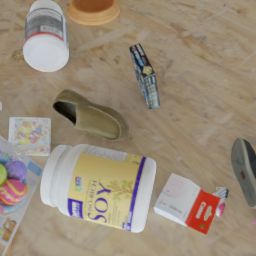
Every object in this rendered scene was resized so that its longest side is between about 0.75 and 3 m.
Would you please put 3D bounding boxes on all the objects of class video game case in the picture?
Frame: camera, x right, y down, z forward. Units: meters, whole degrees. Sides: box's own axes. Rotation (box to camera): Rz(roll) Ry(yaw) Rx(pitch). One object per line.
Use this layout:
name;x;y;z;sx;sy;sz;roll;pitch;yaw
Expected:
video game case;-2.754;0.235;7.836;1.158;0.133;1.054;2;87;2

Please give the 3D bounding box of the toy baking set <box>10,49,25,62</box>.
toy baking set;-4.029;-2.729;10.443;0.602;0.091;0.784;4;54;-1

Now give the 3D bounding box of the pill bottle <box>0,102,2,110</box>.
pill bottle;-4.541;0.145;7.436;1.529;1.529;2.642;8;53;6

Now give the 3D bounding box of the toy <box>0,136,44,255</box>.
toy;-2.563;1.226;5.622;0.627;1.530;2.657;-31;27;28

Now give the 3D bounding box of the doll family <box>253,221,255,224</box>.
doll family;4.308;2.102;6.168;2.719;1.225;1.688;-27;58;-18

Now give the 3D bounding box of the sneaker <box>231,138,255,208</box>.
sneaker;3.416;1.139;7.308;1.013;0.713;1.907;0;59;-10

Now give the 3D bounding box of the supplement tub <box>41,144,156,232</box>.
supplement tub;-0.619;1.311;6.477;2.315;1.683;1.683;11;54;8

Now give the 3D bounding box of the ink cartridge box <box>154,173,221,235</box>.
ink cartridge box;1.443;1.802;6.824;1.315;0.375;1.069;15;53;30

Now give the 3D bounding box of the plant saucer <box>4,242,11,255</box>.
plant saucer;-3.720;2.778;6.207;2.074;0.388;2.074;0;53;0

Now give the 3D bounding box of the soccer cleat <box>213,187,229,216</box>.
soccer cleat;2.262;1.824;7.006;0.348;0.281;0.805;13;50;24

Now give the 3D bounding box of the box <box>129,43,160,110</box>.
box;0.520;-1.521;8.524;0.378;1.641;1.304;-20;59;0

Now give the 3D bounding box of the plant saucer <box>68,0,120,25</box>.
plant saucer;-1.495;-5.256;12.087;2.260;0.423;2.260;0;53;0

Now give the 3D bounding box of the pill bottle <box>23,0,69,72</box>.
pill bottle;-2.922;-3.375;10.043;1.483;1.483;2.560;-8;53;-6

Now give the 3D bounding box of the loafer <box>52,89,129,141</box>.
loafer;-1.133;-0.257;7.938;2.427;0.923;0.819;25;36;16
